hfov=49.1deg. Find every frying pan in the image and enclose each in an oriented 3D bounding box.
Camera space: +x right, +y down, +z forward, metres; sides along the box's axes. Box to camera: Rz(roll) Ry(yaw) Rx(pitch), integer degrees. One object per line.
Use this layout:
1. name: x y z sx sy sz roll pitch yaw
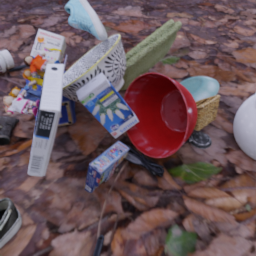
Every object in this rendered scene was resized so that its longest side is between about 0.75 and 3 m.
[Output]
1. frying pan: 2.240 0.357 9.645 1.296 0.211 0.784 11 43 7

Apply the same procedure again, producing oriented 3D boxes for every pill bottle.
1. pill bottle: -6.109 -2.768 12.419 1.812 0.993 0.993 -32 51 -29

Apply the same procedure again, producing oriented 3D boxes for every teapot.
1. teapot: 4.734 -0.245 8.718 2.770 2.023 2.734 34 61 28

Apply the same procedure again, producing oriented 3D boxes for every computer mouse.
1. computer mouse: 0.887 0.236 9.391 1.616 0.646 2.947 20 51 17

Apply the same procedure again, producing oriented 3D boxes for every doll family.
1. doll family: -2.785 -1.143 8.215 1.321 0.959 2.128 15 72 17

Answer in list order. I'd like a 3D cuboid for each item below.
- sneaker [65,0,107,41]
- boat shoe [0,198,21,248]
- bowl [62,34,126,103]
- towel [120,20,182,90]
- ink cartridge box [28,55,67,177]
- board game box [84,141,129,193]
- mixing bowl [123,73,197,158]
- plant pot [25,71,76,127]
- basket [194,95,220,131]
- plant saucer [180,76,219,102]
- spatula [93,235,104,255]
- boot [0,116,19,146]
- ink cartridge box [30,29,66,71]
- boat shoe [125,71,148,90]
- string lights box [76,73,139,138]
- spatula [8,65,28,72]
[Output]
1. sneaker: -1.489 -3.604 9.592 0.954 0.861 2.329 -34 58 5
2. boat shoe: -3.695 2.836 6.393 1.010 0.909 2.856 18 46 18
3. bowl: -0.962 -1.617 8.937 2.709 1.271 2.709 -33 25 18
4. towel: 0.713 -2.724 10.731 2.983 2.213 0.544 -39 81 -12
5. ink cartridge box: -2.012 -0.363 7.018 0.496 2.263 2.284 11 42 -16
6. board game box: -0.536 0.996 7.302 0.394 1.278 1.277 36 52 14
7. mixing bowl: 1.112 -0.413 8.287 1.315 2.427 2.427 -11 39 -43
8. plant pot: -2.693 -0.919 10.042 1.597 1.597 1.436 -9 50 -11
9. basket: 2.321 -0.634 9.245 0.896 0.935 1.256 27 41 36
10. plant saucer: 2.360 -1.423 10.698 2.119 0.408 2.119 -24 32 16
11. spatula: -0.850 3.260 6.474 0.473 0.172 1.672 4 40 13
12. boot: -4.647 0.059 9.781 1.447 0.501 1.260 3 41 -11
13. ink cartridge box: -2.993 -2.754 10.446 0.995 0.978 1.352 16 83 -9
14. boat shoe: 0.139 -2.173 12.011 1.641 0.589 0.621 -31 48 -20
15. string lights box: -0.554 -0.592 7.980 0.912 1.775 0.523 -36 39 6
16. spatula: -4.507 -2.927 13.172 2.159 0.222 0.610 -13 43 -14
